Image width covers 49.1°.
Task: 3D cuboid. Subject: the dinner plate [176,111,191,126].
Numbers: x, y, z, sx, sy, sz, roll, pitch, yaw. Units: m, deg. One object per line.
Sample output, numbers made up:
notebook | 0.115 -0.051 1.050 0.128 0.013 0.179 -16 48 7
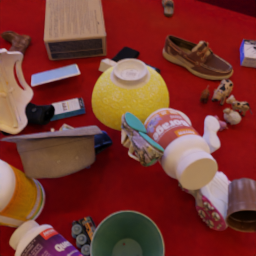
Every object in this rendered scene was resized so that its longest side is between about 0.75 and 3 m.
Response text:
dinner plate | 1.531 -0.139 9.659 1.297 0.157 1.297 1 55 -1

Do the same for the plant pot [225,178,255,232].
plant pot | 2.882 1.858 6.901 1.009 1.009 0.998 8 43 5

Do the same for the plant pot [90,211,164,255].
plant pot | -0.017 3.018 6.825 1.676 1.129 1.676 0 58 0

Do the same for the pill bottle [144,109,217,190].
pill bottle | 1.171 0.454 6.550 1.131 1.131 2.016 -15 34 -10

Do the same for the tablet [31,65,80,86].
tablet | -2.713 -1.960 10.430 1.755 0.120 1.142 -17 32 -8

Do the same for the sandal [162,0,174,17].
sandal | 1.932 -5.936 13.543 0.586 0.391 1.433 4 55 3

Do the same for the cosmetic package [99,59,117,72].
cosmetic package | -0.493 -2.221 10.745 1.102 0.403 0.571 27 28 10

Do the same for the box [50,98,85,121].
box | -2.186 -0.661 9.914 1.247 0.307 0.513 -13 56 -9

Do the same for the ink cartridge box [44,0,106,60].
ink cartridge box | -2.248 -4.327 11.979 2.419 1.103 2.937 -5 55 -5

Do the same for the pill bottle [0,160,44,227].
pill bottle | -3.195 1.566 6.815 1.406 2.532 1.406 -4 65 8

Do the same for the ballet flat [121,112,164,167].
ballet flat | 0.158 0.269 6.512 0.708 0.708 1.968 -17 30 -11

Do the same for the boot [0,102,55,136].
boot | -3.295 -0.281 9.267 1.304 0.593 1.553 9 47 32

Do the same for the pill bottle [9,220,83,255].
pill bottle | -1.893 3.160 6.746 2.001 1.125 1.125 33 61 20

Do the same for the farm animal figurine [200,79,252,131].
farm animal figurine | 3.378 -0.904 9.732 1.414 0.881 1.751 -16 57 -11

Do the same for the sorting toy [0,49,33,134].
sorting toy | -3.696 -1.346 8.674 1.265 2.369 2.132 1 28 14

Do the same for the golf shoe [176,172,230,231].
golf shoe | 2.189 1.528 8.082 1.231 1.013 2.690 -21 65 -23

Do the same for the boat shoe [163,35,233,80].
boat shoe | 2.730 -2.850 10.979 2.941 1.058 1.061 31 61 20

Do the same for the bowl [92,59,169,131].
bowl | 0.066 -1.177 8.024 2.349 1.264 2.349 0 51 0

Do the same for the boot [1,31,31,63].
boot | -4.940 -3.343 11.732 1.400 0.483 1.503 8 60 8

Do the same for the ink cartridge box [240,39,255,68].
ink cartridge box | 5.835 -2.922 11.358 2.368 0.524 1.113 9 56 6

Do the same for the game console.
game console | 0.385 -2.582 11.297 2.027 0.244 1.195 27 60 17

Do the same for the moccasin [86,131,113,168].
moccasin | -1.200 0.759 8.693 0.604 0.713 1.772 41 65 17

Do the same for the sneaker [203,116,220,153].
sneaker | 2.524 0.225 8.830 0.513 0.603 1.362 21 48 -7

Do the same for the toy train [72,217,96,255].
toy train | -1.059 2.894 7.368 0.640 0.479 1.123 -20 57 -25

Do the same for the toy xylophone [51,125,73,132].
toy xylophone | -2.042 0.411 8.885 0.283 0.824 1.126 -32 56 31

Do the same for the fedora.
fedora | -1.906 0.682 7.423 2.576 2.278 1.163 -9 88 -30
